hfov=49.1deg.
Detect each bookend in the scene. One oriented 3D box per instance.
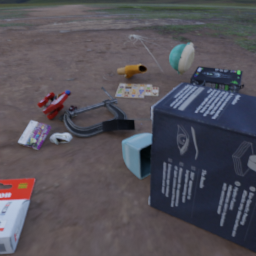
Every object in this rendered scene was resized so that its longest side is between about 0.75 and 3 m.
[{"bbox_3d":[-0.351,-0.071,10.109,0.846,0.390,0.841,-7,-6,44],"label":"bookend"}]

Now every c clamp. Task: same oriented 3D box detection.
[{"bbox_3d":[-1.358,-0.568,11.041,2.817,0.381,2.406,-25,51,-36],"label":"c clamp"}]

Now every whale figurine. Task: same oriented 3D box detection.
[{"bbox_3d":[2.770,-3.566,14.314,1.086,1.665,2.092,22,19,17],"label":"whale figurine"}]

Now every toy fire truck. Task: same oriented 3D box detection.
[{"bbox_3d":[-2.788,-1.024,11.039,1.148,0.767,1.368,-23,23,27],"label":"toy fire truck"}]

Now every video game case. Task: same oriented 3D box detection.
[{"bbox_3d":[-3.177,0.238,9.520,0.824,0.163,0.909,13,64,21],"label":"video game case"}]

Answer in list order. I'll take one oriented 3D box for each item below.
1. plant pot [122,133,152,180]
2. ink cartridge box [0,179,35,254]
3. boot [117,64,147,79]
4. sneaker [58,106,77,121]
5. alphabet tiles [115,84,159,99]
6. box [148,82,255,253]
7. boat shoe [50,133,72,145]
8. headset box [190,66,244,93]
[{"bbox_3d":[0.370,0.726,8.359,1.020,1.017,1.039,-22,30,-33],"label":"plant pot"},{"bbox_3d":[-3.439,1.877,6.717,1.962,0.606,2.419,-2,33,-5],"label":"ink cartridge box"},{"bbox_3d":[0.388,-2.935,14.483,1.340,0.658,1.871,0,9,25],"label":"boot"},{"bbox_3d":[-2.362,-0.632,11.048,0.338,0.517,0.895,35,42,20],"label":"sneaker"},{"bbox_3d":[0.470,-1.787,13.549,1.997,0.075,1.669,3,30,6],"label":"alphabet tiles"},{"bbox_3d":[2.096,0.795,6.262,2.879,2.832,1.691,18,36,28],"label":"box"},{"bbox_3d":[-2.274,0.385,9.356,0.885,0.326,0.284,-6,45,25],"label":"boat shoe"},{"bbox_3d":[4.103,-1.945,12.849,2.248,1.043,1.957,12,32,20],"label":"headset box"}]
